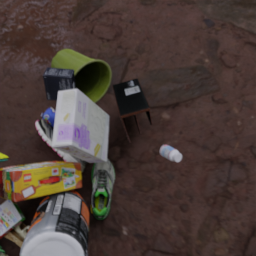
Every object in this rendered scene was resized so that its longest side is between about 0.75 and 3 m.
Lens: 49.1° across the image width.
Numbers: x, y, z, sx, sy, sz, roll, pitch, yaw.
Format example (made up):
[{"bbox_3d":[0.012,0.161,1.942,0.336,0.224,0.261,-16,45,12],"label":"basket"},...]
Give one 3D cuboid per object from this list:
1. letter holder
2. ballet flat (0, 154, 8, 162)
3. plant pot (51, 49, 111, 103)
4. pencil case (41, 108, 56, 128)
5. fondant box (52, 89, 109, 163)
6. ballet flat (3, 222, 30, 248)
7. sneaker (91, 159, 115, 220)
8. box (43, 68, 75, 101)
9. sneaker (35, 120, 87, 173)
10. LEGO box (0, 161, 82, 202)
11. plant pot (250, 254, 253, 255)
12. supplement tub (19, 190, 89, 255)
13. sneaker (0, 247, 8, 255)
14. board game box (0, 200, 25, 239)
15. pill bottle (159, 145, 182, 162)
[{"bbox_3d":[0.207,-0.626,10.673,1.066,1.506,2.119,-16,39,0],"label":"letter holder"},{"bbox_3d":[-3.875,0.782,7.386,0.497,1.487,0.498,-17,88,34],"label":"ballet flat"},{"bbox_3d":[-2.177,-2.302,11.856,2.160,2.160,2.051,-40,58,-17],"label":"plant pot"},{"bbox_3d":[-2.560,-0.276,11.380,1.837,0.798,0.717,18,30,7],"label":"pencil case"},{"bbox_3d":[-1.365,0.048,8.702,0.678,2.328,1.680,-5,71,20],"label":"fondant box"},{"bbox_3d":[-3.628,3.490,9.491,2.404,0.848,0.785,32,110,8],"label":"ballet flat"},{"bbox_3d":[-0.875,2.095,9.986,0.874,0.954,2.240,2,68,-8],"label":"sneaker"},{"bbox_3d":[-2.358,-1.492,9.730,0.951,1.044,0.544,4,42,-1],"label":"box"},{"bbox_3d":[-2.404,0.471,10.826,2.677,0.987,1.171,42,80,11],"label":"sneaker"},{"bbox_3d":[-2.921,1.642,9.063,2.257,1.681,0.871,-2,89,-45],"label":"LEGO box"},{"bbox_3d":[3.955,4.700,9.059,0.841,0.786,0.786,-38,69,0],"label":"plant pot"},{"bbox_3d":[-2.057,3.062,8.437,1.741,2.843,1.741,-1,102,-6],"label":"supplement tub"},{"bbox_3d":[-4.571,4.033,9.264,2.355,0.906,1.044,10,61,3],"label":"sneaker"},{"bbox_3d":[-4.067,2.984,9.158,1.125,0.227,0.861,-38,71,-3],"label":"board game box"},{"bbox_3d":[1.429,0.868,9.353,0.409,0.409,0.752,-40,34,-17],"label":"pill bottle"}]
